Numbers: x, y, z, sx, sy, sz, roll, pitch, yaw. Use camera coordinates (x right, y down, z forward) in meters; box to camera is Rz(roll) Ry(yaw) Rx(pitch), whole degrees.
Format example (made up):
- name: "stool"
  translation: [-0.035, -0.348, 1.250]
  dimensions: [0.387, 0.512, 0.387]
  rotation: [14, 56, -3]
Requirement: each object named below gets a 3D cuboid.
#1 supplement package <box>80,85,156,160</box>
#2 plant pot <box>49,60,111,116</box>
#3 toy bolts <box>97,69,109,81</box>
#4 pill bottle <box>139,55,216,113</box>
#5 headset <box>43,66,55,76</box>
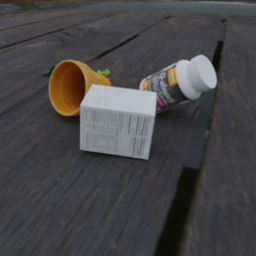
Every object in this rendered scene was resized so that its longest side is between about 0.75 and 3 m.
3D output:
- name: "supplement package"
  translation: [-0.275, -0.218, 8.578]
  dimensions: [2.065, 1.556, 1.567]
  rotation: [8, 31, 3]
- name: "plant pot"
  translation: [-1.657, -1.447, 10.628]
  dimensions: [1.974, 1.974, 1.807]
  rotation: [22, 15, 33]
- name: "toy bolts"
  translation: [-1.312, -1.863, 11.918]
  dimensions: [1.128, 0.782, 1.077]
  rotation: [-7, 51, -9]
- name: "pill bottle"
  translation: [1.753, -1.549, 10.140]
  dimensions: [2.521, 1.467, 1.467]
  rotation: [-21, 12, 42]
- name: "headset"
  translation: [-3.834, -2.877, 14.596]
  dimensions: [1.149, 0.540, 0.710]
  rotation: [-15, 28, 3]
